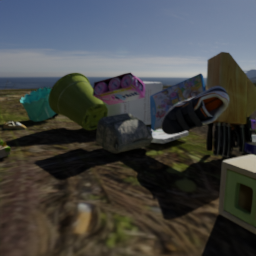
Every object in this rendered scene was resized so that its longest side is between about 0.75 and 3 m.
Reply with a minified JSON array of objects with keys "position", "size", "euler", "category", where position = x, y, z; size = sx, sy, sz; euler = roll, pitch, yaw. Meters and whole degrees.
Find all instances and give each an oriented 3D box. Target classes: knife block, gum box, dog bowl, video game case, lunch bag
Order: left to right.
[{"position":[-0.294,-1.417,10.353],"size":[1.773,0.586,1.006],"euler":[-9,-21,32],"category":"gum box"},{"position":[-0.106,0.246,9.454],"size":[1.571,1.095,1.318],"euler":[-11,33,-38],"category":"lunch bag"},{"position":[1.151,0.293,10.784],"size":[1.745,0.207,1.588],"euler":[5,12,45],"category":"video game case"},{"position":[1.647,-0.847,9.470],"size":[2.054,1.470,0.183],"euler":[-22,-37,32],"category":"video game case"},{"position":[2.889,-0.579,8.780],"size":[2.438,2.778,0.889],"euler":[-42,6,-12],"category":"knife block"},{"position":[4.413,0.576,9.160],"size":[1.139,0.449,1.139],"euler":[0,11,0],"category":"dog bowl"}]

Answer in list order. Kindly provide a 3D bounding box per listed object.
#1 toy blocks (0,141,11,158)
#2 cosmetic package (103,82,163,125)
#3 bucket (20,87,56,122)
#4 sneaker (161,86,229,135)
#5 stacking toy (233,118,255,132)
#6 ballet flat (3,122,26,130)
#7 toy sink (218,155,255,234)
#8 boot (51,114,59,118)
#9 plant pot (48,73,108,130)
[{"position":[-4.073,0.743,8.510],"size":[0.681,0.498,0.996],"euler":[-23,21,-38],"category":"toy blocks"},{"position":[0.128,-1.270,14.212],"size":[2.513,2.103,2.090],"euler":[-8,15,-31],"category":"cosmetic package"},{"position":[-4.739,-1.269,15.151],"size":[1.898,1.235,1.898],"euler":[-14,29,8],"category":"bucket"},{"position":[1.860,-0.414,8.057],"size":[2.169,0.851,0.861],"euler":[-35,15,19],"category":"sneaker"},{"position":[5.819,-0.019,12.329],"size":[1.555,0.484,2.062],"euler":[-6,15,-20],"category":"stacking toy"},{"position":[-5.255,-0.105,12.931],"size":[1.060,0.334,0.364],"euler":[0,11,1],"category":"ballet flat"},{"position":[2.377,1.183,4.585],"size":[0.897,1.043,1.601],"euler":[-6,14,-30],"category":"toy sink"},{"position":[-4.400,-0.988,16.622],"size":[1.330,0.604,1.583],"euler":[4,18,38],"category":"boot"},{"position":[-2.054,-1.016,12.570],"size":[2.233,2.233,2.121],"euler":[-11,40,-44],"category":"plant pot"}]
